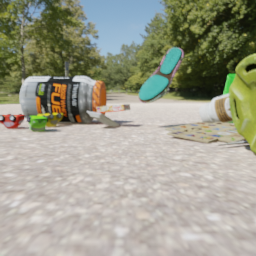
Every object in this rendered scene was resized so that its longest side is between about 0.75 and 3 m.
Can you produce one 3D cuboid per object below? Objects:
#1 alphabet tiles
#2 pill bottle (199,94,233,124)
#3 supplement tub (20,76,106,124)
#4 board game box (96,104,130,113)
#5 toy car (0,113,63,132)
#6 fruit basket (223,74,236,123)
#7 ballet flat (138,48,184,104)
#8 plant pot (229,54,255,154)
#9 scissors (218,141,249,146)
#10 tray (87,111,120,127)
[{"bbox_3d":[2.275,0.088,7.436,2.447,0.077,2.036,-10,14,-41],"label":"alphabet tiles"},{"bbox_3d":[3.145,-0.609,9.024,0.889,0.889,1.554,-6,-7,-45],"label":"pill bottle"},{"bbox_3d":[-2.430,-1.083,10.909,2.997,1.836,1.836,0,6,7],"label":"supplement tub"},{"bbox_3d":[-0.505,-0.677,9.783,0.996,0.231,0.755,-5,4,18],"label":"board game box"},{"bbox_3d":[-3.002,-0.179,8.910,2.194,0.489,2.065,-4,8,-26],"label":"toy car"},{"bbox_3d":[5.226,-0.889,11.363,2.956,2.132,2.956,16,-32,10],"label":"fruit basket"},{"bbox_3d":[1.177,-1.628,9.423,0.804,2.327,0.828,27,-14,23],"label":"ballet flat"},{"bbox_3d":[3.230,-0.551,4.716,2.442,2.656,2.656,-13,9,-11],"label":"plant pot"},{"bbox_3d":[3.027,0.273,6.098,2.532,0.176,0.926,-3,9,-40],"label":"scissors"},{"bbox_3d":[-0.831,-0.269,9.377,0.639,0.132,1.191,12,-11,32],"label":"tray"}]
